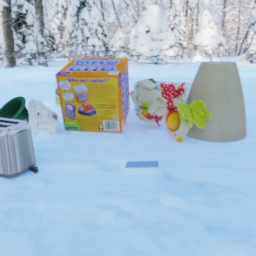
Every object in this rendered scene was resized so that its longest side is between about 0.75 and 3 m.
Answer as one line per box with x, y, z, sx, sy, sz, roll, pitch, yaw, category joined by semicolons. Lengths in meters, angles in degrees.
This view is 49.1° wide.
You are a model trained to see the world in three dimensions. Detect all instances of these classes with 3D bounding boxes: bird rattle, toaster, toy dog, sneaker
1.655;-0.530;9.783;1.246;1.803;2.212;-5;35;-33;bird rattle
-3.319;0.496;7.436;2.014;1.301;1.145;7;18;24;toaster
0.788;-0.423;11.350;1.225;0.690;0.998;49;35;10;bird rattle
1.029;-1.451;12.803;2.029;1.460;2.093;10;39;-37;toy dog
-3.518;-0.428;11.419;1.202;1.114;2.966;6;18;-21;sneaker

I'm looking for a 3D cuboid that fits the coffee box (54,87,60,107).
-3.373;-1.824;15.860;1.109;1.099;1.111;7;17;23;coffee box

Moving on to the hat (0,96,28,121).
-4.665;-0.364;12.470;1.543;1.640;1.863;8;57;35;hat

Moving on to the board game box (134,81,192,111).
1.852;-1.569;14.308;2.781;1.458;1.432;7;18;27;board game box

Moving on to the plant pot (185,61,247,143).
3.242;-1.109;10.505;2.495;2.664;2.495;-1;17;0;plant pot

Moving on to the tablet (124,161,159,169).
0.386;1.027;7.685;0.943;0.064;0.613;-2;10;6;tablet

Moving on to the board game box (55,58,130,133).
-1.254;-1.394;11.293;2.342;2.340;2.340;2;29;8;board game box
